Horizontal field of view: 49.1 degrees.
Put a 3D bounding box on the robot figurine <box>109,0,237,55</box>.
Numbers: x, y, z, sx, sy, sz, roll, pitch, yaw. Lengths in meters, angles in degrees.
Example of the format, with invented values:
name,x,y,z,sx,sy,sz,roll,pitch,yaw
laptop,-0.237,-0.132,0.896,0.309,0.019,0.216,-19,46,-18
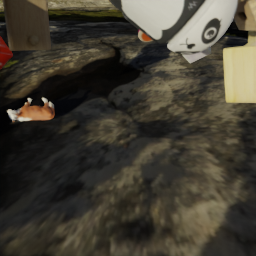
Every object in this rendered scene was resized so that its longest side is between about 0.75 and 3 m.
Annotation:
name,x,y,z,sx,sy,sz,roll,pitch,yaw
robot figurine,0.587,-2.160,4.361,2.287,1.427,1.718,35,16,-13

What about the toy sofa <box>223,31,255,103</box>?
name,x,y,z,sx,sy,sz,roll,pitch,yaw
toy sofa,3.220,-1.529,6.397,1.376,1.168,2.820,4,26,32

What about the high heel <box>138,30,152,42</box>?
name,x,y,z,sx,sy,sz,roll,pitch,yaw
high heel,0.841,-3.730,9.044,0.777,1.108,2.304,6,-13,-13

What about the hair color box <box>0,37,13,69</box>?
name,x,y,z,sx,sy,sz,roll,pitch,yaw
hair color box,-3.334,-1.935,5.500,2.143,1.088,0.656,54,20,7

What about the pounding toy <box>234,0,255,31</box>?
name,x,y,z,sx,sy,sz,roll,pitch,yaw
pounding toy,2.537,-2.353,5.466,2.173,0.994,1.909,-28,17,13

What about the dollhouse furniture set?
name,x,y,z,sx,sy,sz,roll,pitch,yaw
dollhouse furniture set,-2.243,-2.733,5.540,2.802,2.400,2.946,-16,23,-41

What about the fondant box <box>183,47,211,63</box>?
name,x,y,z,sx,sy,sz,roll,pitch,yaw
fondant box,1.186,-2.764,6.718,0.634,1.571,2.178,-21,-26,30

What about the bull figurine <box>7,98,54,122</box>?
name,x,y,z,sx,sy,sz,roll,pitch,yaw
bull figurine,-2.539,-0.454,7.447,1.188,0.387,0.721,3,53,-6
